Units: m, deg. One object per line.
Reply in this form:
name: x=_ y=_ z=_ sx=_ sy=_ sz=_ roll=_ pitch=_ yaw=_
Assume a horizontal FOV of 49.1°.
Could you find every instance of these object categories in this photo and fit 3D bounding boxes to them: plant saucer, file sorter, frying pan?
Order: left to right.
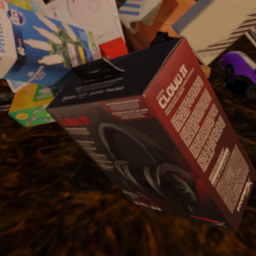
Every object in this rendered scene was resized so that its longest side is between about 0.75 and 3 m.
frying pan: x=-4.774 y=-1.043 z=10.159 sx=2.255 sy=0.367 sz=1.364 roll=13 pitch=31 yaw=26
plant saucer: x=1.329 y=-3.649 z=9.730 sx=2.925 sy=2.925 sz=0.472 roll=-7 pitch=-7 yaw=-13
file sorter: x=3.989 y=-3.054 z=7.411 sx=1.688 sy=1.515 sz=2.432 roll=41 pitch=39 yaw=-15

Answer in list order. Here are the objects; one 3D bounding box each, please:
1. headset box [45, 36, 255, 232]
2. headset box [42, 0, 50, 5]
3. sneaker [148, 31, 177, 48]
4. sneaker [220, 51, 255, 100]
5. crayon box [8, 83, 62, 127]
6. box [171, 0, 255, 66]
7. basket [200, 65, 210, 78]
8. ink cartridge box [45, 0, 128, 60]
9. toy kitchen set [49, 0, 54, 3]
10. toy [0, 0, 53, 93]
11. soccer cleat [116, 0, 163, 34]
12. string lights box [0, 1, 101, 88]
headset box: x=0.224 y=0.089 z=3.183 sx=1.612 sy=2.166 sz=0.837 roll=-1 pitch=46 yaw=47
headset box: x=-2.264 y=-3.640 z=7.072 sx=0.432 sy=0.832 sz=1.118 roll=3 pitch=68 yaw=2
sneaker: x=0.604 y=-2.099 z=8.005 sx=2.111 sy=1.209 sz=0.807 roll=-4 pitch=46 yaw=21
sneaker: x=2.989 y=-1.452 z=7.794 sx=1.025 sy=0.717 sz=2.062 roll=-22 pitch=41 yaw=-7
crayon box: x=-1.437 y=-0.759 z=5.800 sx=1.916 sy=0.558 sz=1.138 roll=-9 pitch=55 yaw=22
box: x=1.999 y=-2.315 z=4.966 sx=2.448 sy=0.837 sz=1.006 roll=-40 pitch=21 yaw=19
basket: x=3.197 y=-2.569 z=12.673 sx=0.825 sy=0.589 sz=0.615 roll=-13 pitch=32 yaw=-22
ink cartridge box: x=-0.914 y=-2.004 z=6.245 sx=1.623 sy=1.997 sz=0.570 roll=-13 pitch=-2 yaw=23
toy kitchen set: x=-2.297 y=-2.870 z=8.677 sx=2.164 sy=1.766 sz=1.953 roll=-15 pitch=31 yaw=39
toy: x=-2.473 y=-2.256 z=5.656 sx=1.536 sy=2.667 sz=0.630 roll=-33 pitch=-11 yaw=9
soccer cleat: x=0.687 y=-3.751 z=8.204 sx=0.932 sy=1.151 sz=2.667 roll=-34 pitch=7 yaw=-35
string lights box: x=-1.270 y=-1.169 z=4.288 sx=1.839 sy=0.945 sz=0.542 roll=2 pitch=-25 yaw=-46
